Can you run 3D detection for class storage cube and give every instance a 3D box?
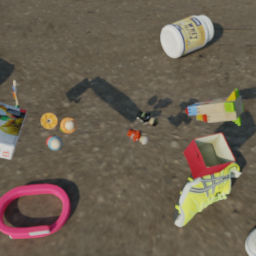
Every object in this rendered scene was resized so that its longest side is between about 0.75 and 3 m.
[{"bbox_3d":[2.018,0.724,7.076,0.937,0.842,0.801,-11,64,-16],"label":"storage cube"}]

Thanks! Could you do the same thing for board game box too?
[{"bbox_3d":[-3.640,-0.205,6.186,2.446,0.423,1.544,17,30,-19],"label":"board game box"}]

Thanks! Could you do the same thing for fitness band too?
[{"bbox_3d":[-2.755,2.392,8.148,2.103,0.394,1.511,-3,50,-4],"label":"fitness band"}]

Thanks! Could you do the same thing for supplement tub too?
[{"bbox_3d":[2.625,-4.101,12.488,2.004,1.447,1.447,-27,57,-18],"label":"supplement tub"}]

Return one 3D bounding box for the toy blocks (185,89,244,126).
[{"bbox_3d":[1.986,-0.419,6.431,1.068,0.780,1.562,-6,8,30],"label":"toy blocks"}]

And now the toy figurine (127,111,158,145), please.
[{"bbox_3d":[0.420,0.004,7.796,0.614,0.869,0.882,26,90,5],"label":"toy figurine"}]

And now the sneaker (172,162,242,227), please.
[{"bbox_3d":[2.336,1.760,8.173,1.103,1.089,2.888,33,60,23],"label":"sneaker"}]

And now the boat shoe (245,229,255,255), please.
[{"bbox_3d":[4.108,2.807,7.567,2.091,0.730,0.741,-20,55,-15],"label":"boat shoe"}]

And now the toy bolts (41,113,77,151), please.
[{"bbox_3d":[-1.636,0.085,6.355,0.796,0.578,0.834,22,84,-19],"label":"toy bolts"}]

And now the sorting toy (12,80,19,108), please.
[{"bbox_3d":[-3.540,-0.943,8.822,0.141,0.711,0.961,-8,47,-20],"label":"sorting toy"}]
